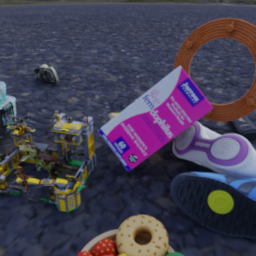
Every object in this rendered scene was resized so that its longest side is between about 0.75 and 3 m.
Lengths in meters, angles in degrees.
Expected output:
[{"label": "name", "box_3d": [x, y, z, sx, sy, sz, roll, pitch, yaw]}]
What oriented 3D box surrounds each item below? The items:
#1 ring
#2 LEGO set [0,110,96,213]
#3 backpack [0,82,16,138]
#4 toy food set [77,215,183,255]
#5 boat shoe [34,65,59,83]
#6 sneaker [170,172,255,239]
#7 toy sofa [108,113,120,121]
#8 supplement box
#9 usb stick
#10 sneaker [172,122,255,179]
[{"label": "ring", "box_3d": [2.607, -1.594, 7.985, 2.901, 2.901, 0.278, 18, 22, 29]}, {"label": "LEGO set", "box_3d": [-1.872, 0.463, 5.885, 2.627, 1.522, 2.020, 12, 31, 20]}, {"label": "backpack", "box_3d": [-4.001, -0.494, 7.486, 1.886, 1.600, 2.125, 1, 10, -7]}, {"label": "toy food set", "box_3d": [0.027, 2.095, 4.081, 1.710, 0.416, 1.692, -12, 31, -22]}, {"label": "boat shoe", "box_3d": [-3.436, -2.207, 11.699, 0.612, 0.665, 1.862, -24, 33, -24]}, {"label": "sneaker", "box_3d": [2.233, 1.345, 5.086, 2.864, 0.944, 1.123, 9, 14, 19]}, {"label": "toy sofa", "box_3d": [0.616, -0.256, 7.178, 2.020, 0.985, 0.836, -22, -2, 18]}, {"label": "supplement box", "box_3d": [0.592, -0.187, 6.089, 2.161, 1.093, 1.117, -38, -4, 9]}, {"label": "usb stick", "box_3d": [3.310, -0.273, 8.446, 0.572, 0.336, 2.062, -2, 29, 1]}, {"label": "sneaker", "box_3d": [1.961, 0.635, 6.417, 1.317, 0.990, 2.644, 36, -2, -24]}]
